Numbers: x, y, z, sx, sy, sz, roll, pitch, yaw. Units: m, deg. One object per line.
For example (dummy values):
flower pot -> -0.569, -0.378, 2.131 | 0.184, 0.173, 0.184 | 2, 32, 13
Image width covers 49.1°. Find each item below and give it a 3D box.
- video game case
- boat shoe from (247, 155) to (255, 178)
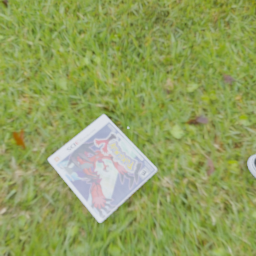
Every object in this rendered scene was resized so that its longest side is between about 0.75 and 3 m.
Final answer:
video game case -> -0.897, 1.289, 9.689 | 2.600, 0.328, 2.853 | -40, 73, -14
boat shoe -> 5.347, 1.684, 9.196 | 2.729, 0.932, 1.008 | 36, 72, 14
